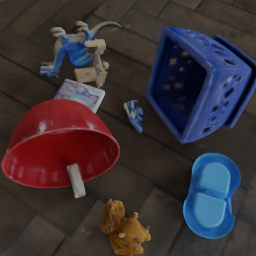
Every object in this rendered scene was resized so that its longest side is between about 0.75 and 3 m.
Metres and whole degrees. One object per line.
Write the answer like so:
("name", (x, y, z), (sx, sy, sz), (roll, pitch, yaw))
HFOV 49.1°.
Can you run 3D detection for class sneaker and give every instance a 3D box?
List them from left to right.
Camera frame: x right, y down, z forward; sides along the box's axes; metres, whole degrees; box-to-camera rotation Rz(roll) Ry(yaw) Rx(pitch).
("sneaker", (0.249, -0.387, 8.673), (0.473, 0.425, 1.150), (-25, 65, 8))

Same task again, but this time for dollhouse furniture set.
("dollhouse furniture set", (-1.155, -1.921, 8.806), (0.725, 1.639, 0.849), (-11, 70, -22))

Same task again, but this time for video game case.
("video game case", (-1.801, -0.587, 9.005), (1.455, 0.183, 2.032), (18, 62, 10))

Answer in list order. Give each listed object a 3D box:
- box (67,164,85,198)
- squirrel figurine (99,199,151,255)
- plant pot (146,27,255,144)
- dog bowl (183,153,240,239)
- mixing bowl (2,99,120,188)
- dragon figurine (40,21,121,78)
("box", (-1.421, 1.447, 7.669), (0.292, 0.351, 0.853), (-16, 66, -16))
("squirrel figurine", (-0.132, 2.414, 6.707), (1.397, 1.303, 0.988), (37, 65, 16))
("plant pot", (2.114, -1.261, 7.861), (2.152, 2.394, 2.394), (-8, 44, -24))
("dog bowl", (2.193, 1.808, 7.504), (1.275, 0.567, 2.288), (16, 62, 9))
("mixing bowl", (-1.712, 0.267, 7.171), (2.767, 2.767, 1.499), (-12, 56, -6))
("dragon figurine", (-1.668, -2.670, 9.393), (2.938, 1.460, 0.865), (-21, 43, -14))
